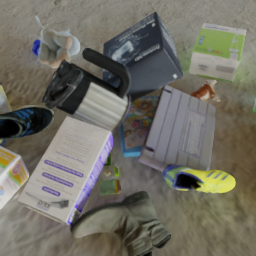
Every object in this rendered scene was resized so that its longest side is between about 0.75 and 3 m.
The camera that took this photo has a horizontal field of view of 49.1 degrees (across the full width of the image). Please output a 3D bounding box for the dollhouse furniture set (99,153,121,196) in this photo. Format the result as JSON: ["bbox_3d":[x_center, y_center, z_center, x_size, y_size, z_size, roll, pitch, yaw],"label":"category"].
[{"bbox_3d":[-0.509,1.235,7.502,0.544,0.420,1.088,-4,47,-7],"label":"dollhouse furniture set"}]

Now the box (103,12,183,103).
[{"bbox_3d":[0.397,-2.262,9.200,2.186,1.305,2.223,-25,45,23],"label":"box"}]

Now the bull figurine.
[{"bbox_3d":[2.651,-1.135,9.658,1.388,0.452,0.843,-35,57,-17],"label":"bull figurine"}]

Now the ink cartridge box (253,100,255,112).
[{"bbox_3d":[5.266,-0.914,9.269,1.812,0.762,1.323,20,51,18],"label":"ink cartridge box"}]

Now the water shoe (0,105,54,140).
[{"bbox_3d":[-2.965,-0.026,7.552,0.972,0.880,2.462,22,25,39],"label":"water shoe"}]

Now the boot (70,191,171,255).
[{"bbox_3d":[-0.155,2.387,6.352,2.093,0.709,1.367,-19,56,-14],"label":"boot"}]

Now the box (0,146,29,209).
[{"bbox_3d":[-3.605,1.454,6.939,1.104,0.995,1.963,22,51,18],"label":"box"}]

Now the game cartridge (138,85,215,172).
[{"bbox_3d":[1.551,0.128,8.181,1.903,0.563,2.935,26,50,-5],"label":"game cartridge"}]

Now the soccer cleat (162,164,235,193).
[{"bbox_3d":[1.757,1.318,6.683,1.925,0.622,0.805,12,12,-14],"label":"soccer cleat"}]

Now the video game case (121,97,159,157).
[{"bbox_3d":[0.609,-0.135,8.936,1.692,0.210,2.364,-3,48,-3],"label":"video game case"}]

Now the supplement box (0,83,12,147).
[{"bbox_3d":[-4.521,-0.454,8.186,1.733,1.731,1.163,7,48,6],"label":"supplement box"}]

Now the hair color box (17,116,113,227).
[{"bbox_3d":[-1.458,1.040,7.015,1.327,0.787,2.429,19,63,14],"label":"hair color box"}]

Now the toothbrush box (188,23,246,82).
[{"bbox_3d":[3.531,-3.037,11.038,1.722,1.018,2.365,15,50,14],"label":"toothbrush box"}]

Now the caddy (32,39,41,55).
[{"bbox_3d":[-3.596,-3.391,11.766,0.620,0.460,0.877,43,57,6],"label":"caddy"}]

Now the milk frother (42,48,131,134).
[{"bbox_3d":[-1.052,-0.714,7.591,2.210,2.120,2.349,26,42,-20],"label":"milk frother"}]

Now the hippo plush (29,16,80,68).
[{"bbox_3d":[-2.829,-3.292,11.311,1.893,1.508,1.522,34,23,7],"label":"hippo plush"}]
